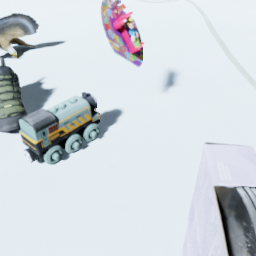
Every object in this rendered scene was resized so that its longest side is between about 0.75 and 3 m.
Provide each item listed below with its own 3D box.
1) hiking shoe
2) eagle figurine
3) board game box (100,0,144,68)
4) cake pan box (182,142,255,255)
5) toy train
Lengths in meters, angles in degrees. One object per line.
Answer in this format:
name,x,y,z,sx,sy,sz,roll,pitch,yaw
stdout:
hiking shoe,-3.586,-0.980,8.025,1.043,1.386,2.754,-15,39,-18
eagle figurine,-5.017,-3.694,11.661,1.741,1.731,2.294,17,50,37
board game box,0.043,-2.397,6.944,0.365,1.480,1.873,-15,-16,31
cake pan box,1.132,1.860,3.222,0.700,2.674,2.463,1,36,3
toy train,-1.583,-0.033,6.874,0.947,1.266,2.221,31,47,33
